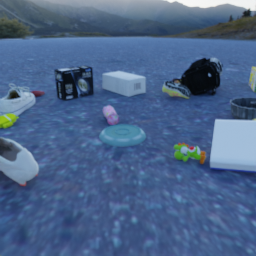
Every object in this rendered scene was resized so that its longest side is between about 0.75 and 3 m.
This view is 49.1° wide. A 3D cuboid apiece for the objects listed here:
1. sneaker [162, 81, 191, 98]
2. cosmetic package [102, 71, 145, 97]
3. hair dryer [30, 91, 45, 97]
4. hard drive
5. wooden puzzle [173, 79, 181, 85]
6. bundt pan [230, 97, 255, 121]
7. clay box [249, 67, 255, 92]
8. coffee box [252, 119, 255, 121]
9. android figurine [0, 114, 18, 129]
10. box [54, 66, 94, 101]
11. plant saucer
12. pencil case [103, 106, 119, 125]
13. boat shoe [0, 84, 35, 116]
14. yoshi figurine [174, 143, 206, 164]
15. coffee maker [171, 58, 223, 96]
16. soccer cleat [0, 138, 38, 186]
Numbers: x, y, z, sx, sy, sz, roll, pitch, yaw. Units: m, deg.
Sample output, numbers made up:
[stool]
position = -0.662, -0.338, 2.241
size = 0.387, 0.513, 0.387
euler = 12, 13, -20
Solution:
[sneaker]
position = 2.222, -1.691, 12.983
size = 1.416, 0.640, 0.553
euler = 23, 56, -9
[cosmetic package]
position = -0.245, -2.254, 14.092
size = 1.173, 0.844, 2.080
euler = -17, 27, -37
[hair dryer]
position = -4.529, -1.674, 13.380
size = 1.071, 0.291, 0.816
euler = 2, 21, 2
[hard drive]
position = 3.571, 0.452, 7.146
size = 2.695, 0.342, 1.778
euler = 2, 39, 21
[wooden puzzle]
position = 2.913, -2.643, 16.009
size = 0.792, 0.094, 1.336
euler = 5, 23, 12
[bundt pan]
position = 4.588, -0.611, 10.232
size = 1.741, 0.653, 1.741
euler = -1, 19, 0
[clay box]
position = 6.670, -2.551, 14.559
size = 0.421, 1.016, 1.768
euler = 6, 24, 12
[coffee box]
position = 5.437, -0.026, 8.833
size = 2.956, 0.650, 1.818
euler = -15, 27, -32
[android figurine]
position = -4.359, -0.247, 9.852
size = 0.952, 0.195, 0.866
euler = -29, 38, -35
[box]
position = -2.486, -2.108, 13.039
size = 1.643, 1.345, 0.708
euler = -18, 28, -38
[plant saucer]
position = -0.177, 0.187, 8.935
size = 1.492, 0.204, 1.492
euler = 0, 21, 0
[pencil case]
position = -0.631, -0.480, 10.221
size = 0.468, 0.468, 1.070
euler = -5, 22, -13
[boat shoe]
position = -4.538, -1.299, 11.419
size = 0.920, 1.062, 2.492
euler = 2, 22, 5
[yoshi figurine]
position = 1.603, 0.735, 7.481
size = 0.855, 0.481, 0.479
euler = 19, 66, 9
[coffee maker]
position = 3.500, -2.653, 14.055
size = 2.292, 1.607, 2.386
euler = 7, 22, 18
[soccer cleat]
position = -3.200, 0.589, 6.701
size = 2.530, 0.981, 0.877
euler = 12, 37, 23
